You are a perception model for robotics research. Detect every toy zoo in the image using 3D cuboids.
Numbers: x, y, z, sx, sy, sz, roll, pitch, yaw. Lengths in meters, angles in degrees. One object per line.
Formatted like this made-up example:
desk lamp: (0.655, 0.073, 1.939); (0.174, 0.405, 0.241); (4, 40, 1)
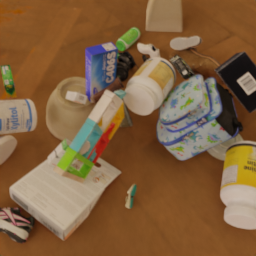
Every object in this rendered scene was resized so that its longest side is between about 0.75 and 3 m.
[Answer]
toy zoo: (-0.863, 0.158, 7.962); (0.299, 1.916, 2.920); (29, 79, 14)

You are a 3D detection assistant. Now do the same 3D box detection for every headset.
headset: (-0.217, -2.677, 11.614); (2.326, 1.093, 1.436); (14, 55, 24)

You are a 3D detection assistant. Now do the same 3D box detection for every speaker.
speaker: (0.008, -4.110, 12.988); (0.583, 0.583, 1.319); (30, 59, 20)

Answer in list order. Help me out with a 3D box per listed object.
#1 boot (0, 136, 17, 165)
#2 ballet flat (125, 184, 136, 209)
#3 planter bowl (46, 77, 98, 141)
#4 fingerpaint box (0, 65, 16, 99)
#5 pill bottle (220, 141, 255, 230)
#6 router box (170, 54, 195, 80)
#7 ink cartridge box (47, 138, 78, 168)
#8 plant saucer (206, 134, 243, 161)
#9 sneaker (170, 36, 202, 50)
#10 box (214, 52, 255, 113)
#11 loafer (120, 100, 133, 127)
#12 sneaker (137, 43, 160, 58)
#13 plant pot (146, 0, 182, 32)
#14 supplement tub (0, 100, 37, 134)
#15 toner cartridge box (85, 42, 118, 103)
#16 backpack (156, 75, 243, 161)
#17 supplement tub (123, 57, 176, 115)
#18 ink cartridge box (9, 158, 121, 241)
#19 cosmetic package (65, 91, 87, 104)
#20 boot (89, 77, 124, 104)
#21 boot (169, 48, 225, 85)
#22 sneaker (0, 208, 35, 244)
boot: (-5.050, 0.991, 8.977); (1.253, 1.009, 2.774); (36, 62, 17)
ballet flat: (0.054, 2.060, 8.494); (0.239, 0.258, 0.765); (9, 82, 34)
planter bowl: (-1.810, -0.799, 9.838); (2.258, 1.520, 2.258); (4, 55, -5)
fingerpaint box: (-4.445, -1.719, 10.443); (0.349, 0.795, 0.952); (-12, 64, -19)
pill bottle: (3.474, 1.669, 8.308); (1.326, 1.326, 2.367); (14, 56, 10)
router box: (1.806, -1.923, 9.126); (0.303, 0.975, 0.730); (-38, 73, 20)
ink cartridge box: (-1.931, 0.850, 8.579); (0.902, 0.658, 0.379); (-44, 38, 13)
plant saucer: (3.384, 0.455, 9.792); (1.440, 0.361, 1.440); (0, 54, 0)
sneaker: (2.427, -3.507, 11.640); (1.330, 0.522, 0.528); (7, 14, 37)
box: (3.927, -1.610, 9.564); (1.078, 1.735, 1.749); (-38, 92, 18)
loafer: (-0.219, -0.515, 10.077); (0.486, 0.524, 1.395); (-21, 38, 3)
sneaker: (0.945, -3.552, 12.590); (1.263, 0.550, 0.471); (33, 61, 23)
plant pot: (1.823, -5.914, 13.660); (1.806, 1.599, 1.803); (3, 54, 1)
supplement tub: (-3.609, -0.324, 8.327); (1.524, 1.005, 1.005); (-8, 50, -36)
toner cartridge box: (-0.829, -1.631, 8.501); (0.862, 1.815, 0.392); (-21, 55, -23)
backpack: (1.971, -0.343, 8.914); (1.787, 2.431, 2.225); (38, 35, -22)
supplement tub: (0.681, -1.308, 8.803); (1.220, 1.220, 1.687); (23, 50, 16)
ink cartridge box: (-1.890, 1.798, 8.841); (2.218, 0.686, 2.735); (29, 41, 20)
cosmetic package: (-1.608, -0.938, 8.671); (0.757, 0.384, 0.270); (17, 90, 56)
boot: (-0.661, -1.071, 8.226); (1.057, 0.986, 0.340); (-27, 87, -3)
boot: (2.880, -2.469, 11.616); (1.106, 1.079, 2.932); (-36, 53, -11)
sneaker: (-3.503, 2.614, 8.129); (1.775, 0.713, 0.766); (26, 46, 9)
